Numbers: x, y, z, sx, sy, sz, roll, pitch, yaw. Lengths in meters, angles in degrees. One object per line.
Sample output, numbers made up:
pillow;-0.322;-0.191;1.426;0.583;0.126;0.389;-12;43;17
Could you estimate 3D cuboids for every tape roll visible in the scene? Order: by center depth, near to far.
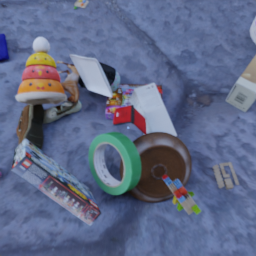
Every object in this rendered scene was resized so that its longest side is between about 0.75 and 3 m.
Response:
tape roll;-0.447;1.073;8.530;0.452;1.880;1.880;-12;57;-45

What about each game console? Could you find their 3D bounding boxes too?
game console;0.054;-0.196;8.353;0.877;0.604;1.018;-11;29;7

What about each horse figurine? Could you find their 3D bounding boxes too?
horse figurine;-2.394;-1.965;11.208;1.467;0.553;2.214;15;49;3

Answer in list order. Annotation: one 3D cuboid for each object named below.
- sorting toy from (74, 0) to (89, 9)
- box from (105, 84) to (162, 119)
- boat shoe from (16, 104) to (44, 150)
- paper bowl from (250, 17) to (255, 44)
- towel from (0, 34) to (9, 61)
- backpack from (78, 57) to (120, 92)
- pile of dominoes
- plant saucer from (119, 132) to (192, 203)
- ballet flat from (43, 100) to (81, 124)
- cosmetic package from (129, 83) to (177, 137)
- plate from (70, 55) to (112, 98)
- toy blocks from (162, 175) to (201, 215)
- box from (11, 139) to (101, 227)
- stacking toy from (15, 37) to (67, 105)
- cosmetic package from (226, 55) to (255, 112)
sorting toy;-2.358;-6.076;13.812;0.570;0.113;0.771;20;64;10
box;0.259;-1.032;11.036;2.187;0.428;1.496;2;59;1
boat shoe;-3.653;0.188;10.313;0.791;0.837;2.326;-13;58;25
paper bowl;6.470;-4.134;12.247;2.198;1.143;2.198;0;63;0
towel;-6.245;-3.367;12.292;1.899;0.470;1.402;-13;71;-7
backpack;-1.050;-1.972;10.824;1.487;0.941;1.241;15;88;17
pile of dominoes;3.424;1.703;9.918;0.741;0.151;0.950;-6;55;-2
plant saucer;0.960;1.368;9.072;2.453;0.449;2.453;-2;102;-8
ballet flat;-2.671;-0.712;10.858;1.747;0.545;0.589;-23;67;-11
cosmetic package;0.836;-0.395;9.811;0.818;1.138;2.017;-19;80;-12
plate;-1.119;-1.692;8.879;0.228;1.407;1.410;-43;41;-23
toy blocks;1.390;1.746;7.680;0.637;0.871;1.274;-36;23;-1
box;-2.101;1.547;8.185;2.723;1.864;0.543;44;84;-21
stacking toy;-3.037;-1.988;9.677;1.687;1.687;2.309;-4;89;-2
cosmetic package;5.050;-2.042;11.087;0.928;1.373;2.611;34;67;16
